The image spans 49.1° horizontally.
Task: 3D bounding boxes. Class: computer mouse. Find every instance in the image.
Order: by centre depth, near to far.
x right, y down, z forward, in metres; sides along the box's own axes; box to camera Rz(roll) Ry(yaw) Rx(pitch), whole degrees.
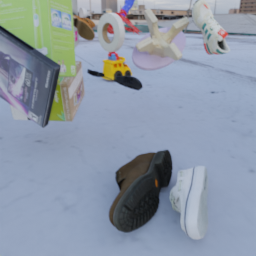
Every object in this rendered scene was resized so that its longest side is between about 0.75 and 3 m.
[{"bbox_3d":[-0.409,-1.530,8.429,1.871,0.318,0.548,20,0,15],"label":"computer mouse"}]

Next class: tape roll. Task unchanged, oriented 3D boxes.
[{"bbox_3d":[-0.523,-2.806,8.284,0.203,1.109,1.109,-18,30,-39],"label":"tape roll"}]

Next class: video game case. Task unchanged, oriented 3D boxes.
[{"bbox_3d":[-1.855,-0.899,4.335,1.720,1.229,0.163,34,43,7],"label":"video game case"}]

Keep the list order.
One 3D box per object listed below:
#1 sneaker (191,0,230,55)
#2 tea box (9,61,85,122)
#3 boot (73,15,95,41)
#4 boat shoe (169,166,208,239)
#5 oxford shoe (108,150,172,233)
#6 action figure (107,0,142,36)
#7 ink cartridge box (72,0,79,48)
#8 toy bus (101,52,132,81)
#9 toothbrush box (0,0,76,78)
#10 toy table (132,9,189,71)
[{"bbox_3d":[2.665,-3.106,8.703,0.668,1.897,0.887,-40,33,-13],"label":"sneaker"},{"bbox_3d":[-2.294,-1.120,8.138,1.728,1.174,1.757,2,33,3],"label":"tea box"},{"bbox_3d":[-1.620,-3.890,10.884,1.460,0.560,1.133,32,29,16],"label":"boot"},{"bbox_3d":[1.224,1.495,5.771,0.741,0.816,2.218,-9,11,21],"label":"boat shoe"},{"bbox_3d":[0.133,1.309,6.036,1.094,0.942,2.592,-5,16,25],"label":"oxford shoe"},{"bbox_3d":[0.128,-3.624,9.080,2.240,1.109,0.731,-58,15,-26],"label":"action figure"},{"bbox_3d":[-2.797,-3.947,11.275,0.580,2.663,2.311,20,53,8],"label":"ink cartridge box"},{"bbox_3d":[-0.654,-3.652,16.287,1.734,1.665,1.177,-18,28,-39],"label":"toy bus"},{"bbox_3d":[-2.059,-2.139,6.095,1.541,2.117,0.911,2,12,23],"label":"toothbrush box"},{"bbox_3d":[1.148,-3.031,9.807,2.186,2.009,1.280,-43,-7,-10],"label":"toy table"}]
